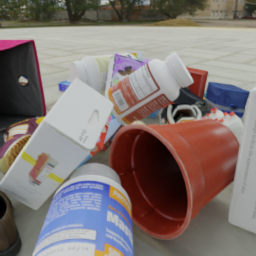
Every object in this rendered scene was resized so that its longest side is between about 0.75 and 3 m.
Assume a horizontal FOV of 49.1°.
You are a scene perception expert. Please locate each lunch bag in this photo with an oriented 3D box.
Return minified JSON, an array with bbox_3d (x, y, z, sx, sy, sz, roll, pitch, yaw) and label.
[{"bbox_3d":[3.609,-0.962,10.396,1.197,1.166,1.762,6,19,-8],"label":"lunch bag"}]

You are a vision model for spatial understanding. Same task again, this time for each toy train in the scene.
[{"bbox_3d":[2.329,-1.498,11.959,2.199,0.814,2.928,18,31,34],"label":"toy train"}]

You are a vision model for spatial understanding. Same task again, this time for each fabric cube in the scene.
[{"bbox_3d":[-4.643,-1.070,8.607,2.942,2.896,2.952,3,25,10],"label":"fabric cube"}]

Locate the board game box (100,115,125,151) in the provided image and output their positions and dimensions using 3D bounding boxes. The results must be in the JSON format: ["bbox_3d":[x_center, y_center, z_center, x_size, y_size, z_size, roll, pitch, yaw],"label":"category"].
[{"bbox_3d":[-0.903,-0.068,9.502,1.419,0.268,2.757,9,27,17],"label":"board game box"}]

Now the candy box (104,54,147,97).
[{"bbox_3d":[-0.048,-1.786,10.943,1.498,1.786,0.639,11,-10,-23],"label":"candy box"}]

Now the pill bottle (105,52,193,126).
[{"bbox_3d":[0.648,-1.197,8.688,2.509,1.407,1.407,-30,18,18],"label":"pill bottle"}]

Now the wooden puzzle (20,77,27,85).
[{"bbox_3d":[-4.406,-1.511,11.481,1.042,1.544,0.181,-2,49,-27],"label":"wooden puzzle"}]

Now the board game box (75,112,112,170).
[{"bbox_3d":[-1.009,0.249,7.558,0.307,1.165,1.522,38,33,-20],"label":"board game box"}]

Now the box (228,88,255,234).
[{"bbox_3d":[3.415,0.400,5.450,1.821,2.786,2.772,16,28,32],"label":"box"}]

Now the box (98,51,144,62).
[{"bbox_3d":[-0.344,-3.190,14.589,2.335,1.314,1.184,-3,1,-1],"label":"box"}]

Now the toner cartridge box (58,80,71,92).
[{"bbox_3d":[-2.406,-1.964,13.493,1.773,0.383,0.842,12,27,24],"label":"toner cartridge box"}]

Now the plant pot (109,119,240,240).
[{"bbox_3d":[1.058,0.756,5.645,2.067,2.125,2.125,-15,29,-38],"label":"plant pot"}]

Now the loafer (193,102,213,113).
[{"bbox_3d":[2.400,-0.718,9.967,0.514,0.450,1.429,-17,-1,-28],"label":"loafer"}]

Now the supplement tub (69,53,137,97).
[{"bbox_3d":[-0.990,-2.135,12.002,2.662,1.930,1.930,-12,27,-24],"label":"supplement tub"}]

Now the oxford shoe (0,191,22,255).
[{"bbox_3d":[-2.709,1.435,5.422,0.858,0.996,2.361,-22,31,-35],"label":"oxford shoe"}]

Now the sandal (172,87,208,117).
[{"bbox_3d":[2.059,-1.311,10.849,2.457,0.934,0.526,43,47,16],"label":"sandal"}]

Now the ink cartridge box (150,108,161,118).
[{"bbox_3d":[0.617,-1.155,10.238,1.402,1.017,0.587,26,15,-26],"label":"ink cartridge box"}]

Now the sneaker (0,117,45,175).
[{"bbox_3d":[-2.932,0.494,7.628,1.253,1.043,2.782,-6,18,11],"label":"sneaker"}]

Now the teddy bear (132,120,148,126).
[{"bbox_3d":[0.264,0.454,7.353,1.554,0.716,2.144,-16,29,33],"label":"teddy bear"}]

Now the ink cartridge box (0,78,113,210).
[{"bbox_3d":[-1.477,0.334,5.745,0.968,2.321,1.684,36,35,-14],"label":"ink cartridge box"}]

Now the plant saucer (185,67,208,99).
[{"bbox_3d":[2.400,-1.693,10.853,1.221,1.223,0.224,21,26,35],"label":"plant saucer"}]

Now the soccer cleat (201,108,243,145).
[{"bbox_3d":[2.878,0.002,8.837,0.905,1.013,2.613,-30,8,2],"label":"soccer cleat"}]

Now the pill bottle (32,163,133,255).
[{"bbox_3d":[-0.627,1.642,4.441,1.411,1.411,2.519,0,25,0],"label":"pill bottle"}]

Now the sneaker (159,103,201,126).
[{"bbox_3d":[1.703,-0.329,9.062,1.156,1.171,2.949,-3,23,-3],"label":"sneaker"}]

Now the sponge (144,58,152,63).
[{"bbox_3d":[1.218,-3.970,17.838,1.463,0.391,2.623,-12,28,-25],"label":"sponge"}]
